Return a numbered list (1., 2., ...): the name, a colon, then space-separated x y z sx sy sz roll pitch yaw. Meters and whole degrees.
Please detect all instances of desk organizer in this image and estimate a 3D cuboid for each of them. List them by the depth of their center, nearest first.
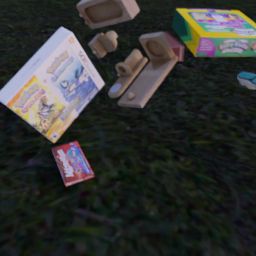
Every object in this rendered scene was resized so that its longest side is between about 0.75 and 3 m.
1. desk organizer: 2.132 -4.511 15.594 0.959 0.894 2.492 -11 38 -11

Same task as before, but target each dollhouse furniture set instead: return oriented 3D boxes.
1. dollhouse furniture set: -0.523 -2.349 8.438 2.524 2.654 2.162 10 56 47

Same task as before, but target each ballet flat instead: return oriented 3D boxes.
1. ballet flat: 3.881 -1.358 8.500 0.500 0.500 1.439 -9 22 -12

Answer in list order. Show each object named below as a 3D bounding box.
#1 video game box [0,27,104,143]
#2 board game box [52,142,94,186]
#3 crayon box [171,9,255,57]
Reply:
1. video game box: -1.795 -0.979 7.110 0.527 2.052 2.252 31 77 33
2. board game box: -1.745 1.059 8.668 0.860 0.162 1.671 -17 40 -20
3. crayon box: 2.575 -2.713 7.945 2.148 0.626 1.853 -4 44 -14
